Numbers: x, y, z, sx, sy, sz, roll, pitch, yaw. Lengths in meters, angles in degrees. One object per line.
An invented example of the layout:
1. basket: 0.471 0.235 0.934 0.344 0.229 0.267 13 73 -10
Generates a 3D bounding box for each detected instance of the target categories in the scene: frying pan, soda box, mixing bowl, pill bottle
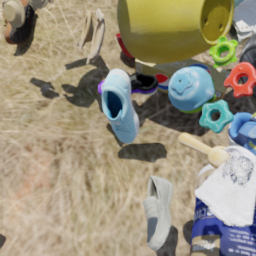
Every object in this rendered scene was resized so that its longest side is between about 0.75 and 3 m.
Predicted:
1. frying pan: 2.769 -0.661 5.624 0.419 2.573 1.557 -23 33 -16
2. soda box: 1.690 -1.633 8.971 2.929 0.938 0.992 24 58 16
3. mixing bowl: 0.322 -2.948 9.872 1.482 0.803 1.482 -6 26 3
4. pill bottle: 2.135 2.298 5.604 1.710 1.710 2.956 11 54 8

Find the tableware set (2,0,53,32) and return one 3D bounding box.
1. tableware set: -2.847 -3.665 7.026 2.271 1.897 0.263 -14 13 33

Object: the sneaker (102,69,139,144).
1. sneaker: -0.122 -0.131 3.002 0.345 0.933 0.382 3 40 22

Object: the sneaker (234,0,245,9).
1. sneaker: 3.370 -3.758 8.050 2.031 0.832 0.751 2 79 -16

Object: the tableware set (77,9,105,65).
1. tableware set: -0.772 -3.045 6.814 0.344 2.967 2.479 9 17 -19

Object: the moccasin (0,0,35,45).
1. moccasin: -4.347 -4.130 10.763 1.071 1.015 2.776 -5 55 0

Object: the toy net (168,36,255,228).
1. toy net: 1.142 0.016 3.308 1.136 0.418 2.166 -27 61 28

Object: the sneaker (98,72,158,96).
1. sneaker: 0.015 -1.001 6.252 1.388 0.690 0.483 -6 81 -7

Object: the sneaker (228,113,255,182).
1. sneaker: 2.244 0.289 4.025 1.047 2.832 1.165 -14 92 -8

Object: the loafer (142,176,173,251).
1. loafer: 0.472 1.457 4.986 0.507 0.508 1.454 30 34 -9

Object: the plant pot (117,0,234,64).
1. plant pot: 1.385 -2.846 6.944 2.741 2.741 1.946 -39 41 -25

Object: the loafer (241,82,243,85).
1. loafer: 2.980 -1.462 5.972 0.874 2.592 0.985 -14 57 8

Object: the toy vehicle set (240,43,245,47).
1. toy vehicle set: 5.093 -3.705 10.915 1.958 0.260 1.216 -25 57 -17

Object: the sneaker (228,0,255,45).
1. sneaker: 3.373 -2.325 7.088 1.241 0.791 2.147 -36 66 -8
